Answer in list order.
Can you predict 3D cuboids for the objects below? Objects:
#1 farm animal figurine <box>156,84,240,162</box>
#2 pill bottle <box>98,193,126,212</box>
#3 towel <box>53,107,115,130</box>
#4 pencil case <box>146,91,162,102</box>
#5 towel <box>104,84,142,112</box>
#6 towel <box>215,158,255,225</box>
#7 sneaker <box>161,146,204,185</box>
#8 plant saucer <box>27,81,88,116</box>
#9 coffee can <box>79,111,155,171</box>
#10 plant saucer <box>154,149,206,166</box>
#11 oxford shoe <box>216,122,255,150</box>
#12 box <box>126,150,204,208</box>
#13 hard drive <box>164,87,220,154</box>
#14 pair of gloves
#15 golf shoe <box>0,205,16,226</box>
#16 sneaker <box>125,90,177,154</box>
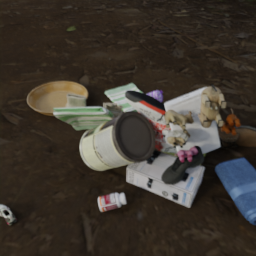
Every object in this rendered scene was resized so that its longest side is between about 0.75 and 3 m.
[{"bbox_3d":[2.064,-0.166,8.512,2.182,1.762,1.097,-32,27,21],"label":"farm animal figurine"},{"bbox_3d":[-0.520,2.403,9.117,0.849,0.480,0.480,-14,39,1],"label":"pill bottle"},{"bbox_3d":[-1.386,-0.281,10.003,1.879,2.463,0.288,-2,77,7],"label":"towel"},{"bbox_3d":[0.708,-1.045,10.540,1.187,0.498,0.507,-12,32,30],"label":"pencil case"},{"bbox_3d":[0.082,-1.538,14.462,1.789,0.274,2.345,-19,42,-22],"label":"towel"},{"bbox_3d":[4.056,2.122,9.531,1.362,0.592,2.439,-9,40,-10],"label":"towel"},{"bbox_3d":[1.745,1.168,9.217,1.720,0.781,0.653,-38,50,-14],"label":"sneaker"},{"bbox_3d":[-3.495,-1.407,14.080,2.961,0.524,2.961,0,38,0],"label":"plant saucer"},{"bbox_3d":[-0.428,0.538,9.781,2.300,1.683,1.683,-22,14,49],"label":"coffee can"},{"bbox_3d":[2.144,0.893,11.200,1.886,0.451,1.883,18,41,22],"label":"plant saucer"},{"bbox_3d":[4.241,0.504,11.380,2.651,0.963,1.119,6,39,27],"label":"oxford shoe"},{"bbox_3d":[1.298,1.664,9.985,2.438,0.733,1.422,19,42,23],"label":"box"},{"bbox_3d":[2.210,-0.057,9.436,1.516,2.298,0.302,-21,29,-2],"label":"hard drive"},{"bbox_3d":[-1.252,-0.541,10.415,2.168,1.844,0.380,11,68,-10],"label":"pair of gloves"},{"bbox_3d":[-3.929,2.683,8.956,0.956,0.421,0.369,24,45,30],"label":"golf shoe"},{"bbox_3d":[0.956,-0.090,9.972,2.969,1.591,0.991,23,24,-15],"label":"sneaker"}]
